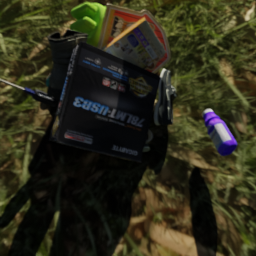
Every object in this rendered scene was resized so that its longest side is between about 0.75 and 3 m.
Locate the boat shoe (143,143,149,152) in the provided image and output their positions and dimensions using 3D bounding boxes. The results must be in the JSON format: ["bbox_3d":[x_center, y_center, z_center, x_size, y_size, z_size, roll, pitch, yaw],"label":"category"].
[{"bbox_3d":[0.282,0.628,9.005,0.803,0.304,0.242,2,47,-14],"label":"boat shoe"}]

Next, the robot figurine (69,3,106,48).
[{"bbox_3d":[-0.855,-3.304,9.702,1.398,2.417,2.120,-8,76,38],"label":"robot figurine"}]

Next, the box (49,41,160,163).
[{"bbox_3d":[-0.550,-0.616,7.954,2.737,0.680,2.717,18,80,-30],"label":"box"}]

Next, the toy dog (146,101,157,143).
[{"bbox_3d":[0.315,-0.526,9.199,1.264,0.923,1.917,10,64,1],"label":"toy dog"}]

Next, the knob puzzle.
[{"bbox_3d":[0.254,-2.478,8.861,2.632,2.632,0.365,-9,27,-4],"label":"knob puzzle"}]

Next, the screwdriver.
[{"bbox_3d":[-3.214,-1.232,8.165,0.358,2.564,0.373,31,93,54],"label":"screwdriver"}]

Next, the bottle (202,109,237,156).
[{"bbox_3d":[2.691,0.092,8.438,0.489,0.625,1.497,-10,54,-13],"label":"bottle"}]

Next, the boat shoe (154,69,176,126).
[{"bbox_3d":[1.331,-1.028,9.416,0.605,0.758,2.005,3,78,23],"label":"boat shoe"}]

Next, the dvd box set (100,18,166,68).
[{"bbox_3d":[0.116,-2.293,8.462,1.716,1.255,0.252,-32,37,16],"label":"dvd box set"}]

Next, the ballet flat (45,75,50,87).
[{"bbox_3d":[-2.454,-2.018,10.139,1.410,0.474,0.480,-46,111,3],"label":"ballet flat"}]

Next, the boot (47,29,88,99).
[{"bbox_3d":[-1.410,-2.039,8.742,0.981,1.892,2.897,18,23,19],"label":"boot"}]
